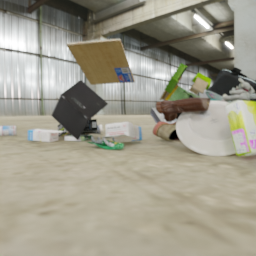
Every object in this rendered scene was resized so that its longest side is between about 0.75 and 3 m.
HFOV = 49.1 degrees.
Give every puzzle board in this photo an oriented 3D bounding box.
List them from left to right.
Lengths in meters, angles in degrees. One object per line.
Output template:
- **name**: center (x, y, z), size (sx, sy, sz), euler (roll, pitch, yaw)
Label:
- **puzzle board**: center (-0.703, -1.850, 8.067), size (1.470, 0.170, 1.950), euler (-1, -23, 13)

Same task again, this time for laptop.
- **laptop**: center (-2.030, -0.751, 11.567), size (1.730, 1.620, 1.003), euler (-43, -13, -24)

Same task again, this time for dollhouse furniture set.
- **dollhouse furniture set**: center (2.495, -1.442, 13.302), size (1.707, 1.308, 2.606), euler (31, -37, 3)

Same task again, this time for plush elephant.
- **plush elephant**: center (3.885, -1.219, 9.666), size (0.901, 0.847, 1.093), euler (36, -39, -31)

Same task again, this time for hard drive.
- **hard drive**: center (2.739, -0.379, 14.573), size (2.755, 0.521, 1.925), euler (-2, 38, -21)

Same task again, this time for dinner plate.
- **dinner plate**: center (2.769, -0.135, 8.921), size (2.477, 0.300, 2.477), euler (-8, 43, 7)

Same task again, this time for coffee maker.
- **coffee maker**: center (2.471, -0.783, 11.815), size (0.738, 1.095, 1.052), euler (9, 36, -53)

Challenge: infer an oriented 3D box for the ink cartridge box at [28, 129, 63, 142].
- **ink cartridge box**: center (-3.426, 0.329, 11.701), size (1.283, 0.435, 0.739), euler (4, 5, 15)

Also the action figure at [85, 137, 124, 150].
- **action figure**: center (-0.678, 0.540, 9.638), size (1.498, 0.410, 0.885), euler (9, 6, 44)

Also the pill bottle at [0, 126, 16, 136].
- **pill bottle**: center (-6.077, 0.150, 13.943), size (0.918, 0.499, 0.499), euler (-1, 4, -18)

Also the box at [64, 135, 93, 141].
- **box**: center (-2.131, 0.432, 12.160), size (0.795, 0.200, 1.101), euler (1, 4, 19)

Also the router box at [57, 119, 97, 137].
- **router box**: center (-2.369, 0.020, 12.867), size (1.407, 0.583, 1.878), euler (-3, -7, -26)

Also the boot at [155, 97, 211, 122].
- **boot**: center (2.015, -0.622, 9.486), size (1.739, 0.559, 1.621), euler (-7, -12, 28)

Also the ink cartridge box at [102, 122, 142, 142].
- **ink cartridge box**: center (-0.216, 0.157, 10.601), size (0.951, 0.560, 1.651), euler (-7, -11, 23)

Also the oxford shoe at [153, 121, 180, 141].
- **oxford shoe**: center (2.156, 0.246, 12.061), size (2.462, 0.867, 0.921), euler (-5, 29, -42)

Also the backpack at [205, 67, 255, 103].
- **backpack**: center (4.571, -0.775, 11.367), size (2.578, 2.186, 2.903), euler (33, 5, 31)

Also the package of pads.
- **package of pads**: center (3.359, 0.006, 7.836), size (1.183, 1.532, 0.522), euler (0, -14, -36)

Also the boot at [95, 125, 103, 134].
- **boot**: center (-1.714, 0.134, 14.890), size (0.636, 0.512, 1.409), euler (-9, -1, -11)
